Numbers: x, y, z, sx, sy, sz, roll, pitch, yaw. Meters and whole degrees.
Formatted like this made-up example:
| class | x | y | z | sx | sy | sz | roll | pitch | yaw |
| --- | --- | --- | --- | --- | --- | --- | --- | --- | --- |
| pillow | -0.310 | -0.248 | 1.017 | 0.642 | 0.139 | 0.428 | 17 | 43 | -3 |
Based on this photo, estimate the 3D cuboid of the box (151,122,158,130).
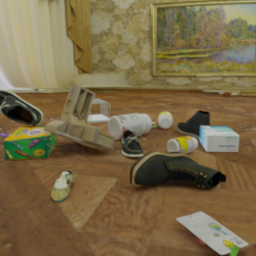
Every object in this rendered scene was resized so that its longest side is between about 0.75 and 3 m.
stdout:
| class | x | y | z | sx | sy | sz | roll | pitch | yaw |
| --- | --- | --- | --- | --- | --- | --- | --- | --- | --- |
| box | 0.807 | -0.076 | 15.670 | 0.930 | 0.293 | 1.690 | 11 | 16 | 41 |

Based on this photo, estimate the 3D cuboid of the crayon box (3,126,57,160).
| class | x | y | z | sx | sy | sz | roll | pitch | yaw |
| --- | --- | --- | --- | --- | --- | --- | --- | --- | --- |
| crayon box | -3.950 | 0.546 | 11.678 | 1.578 | 0.774 | 2.658 | -1 | 12 | -6 |

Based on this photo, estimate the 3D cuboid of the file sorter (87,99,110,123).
| class | x | y | z | sx | sy | sz | roll | pitch | yaw |
| --- | --- | --- | --- | --- | --- | --- | --- | --- | --- |
| file sorter | -2.105 | -1.146 | 18.321 | 1.415 | 1.269 | 2.039 | -5 | 14 | -22 |

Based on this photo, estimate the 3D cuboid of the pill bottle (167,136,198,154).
| class | x | y | z | sx | sy | sz | roll | pitch | yaw |
| --- | --- | --- | --- | --- | --- | --- | --- | --- | --- |
| pill bottle | 2.196 | 0.707 | 11.212 | 1.236 | 0.675 | 0.675 | -8 | 15 | -35 |

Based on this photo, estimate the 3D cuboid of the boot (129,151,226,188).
| class | x | y | z | sx | sy | sz | roll | pitch | yaw |
| --- | --- | --- | --- | --- | --- | --- | --- | --- | --- |
| boot | 1.456 | 1.319 | 8.021 | 2.520 | 0.976 | 1.743 | -12 | 22 | -40 |

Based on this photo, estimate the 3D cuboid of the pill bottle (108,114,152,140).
| class | x | y | z | sx | sy | sz | roll | pitch | yaw |
| --- | --- | --- | --- | --- | --- | --- | --- | --- | --- |
| pill bottle | 0.112 | -0.104 | 13.834 | 2.014 | 1.142 | 1.142 | -9 | 15 | -36 |

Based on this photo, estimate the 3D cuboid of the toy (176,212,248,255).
| class | x | y | z | sx | sy | sz | roll | pitch | yaw |
| --- | --- | --- | --- | --- | --- | --- | --- | --- | --- |
| toy | 1.619 | 2.143 | 5.574 | 0.727 | 0.298 | 1.262 | -4 | 12 | -29 |

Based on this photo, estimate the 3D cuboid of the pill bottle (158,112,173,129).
| class | x | y | z | sx | sy | sz | roll | pitch | yaw |
| --- | --- | --- | --- | --- | --- | --- | --- | --- | --- |
| pill bottle | 2.130 | -0.427 | 16.024 | 0.833 | 0.833 | 1.525 | 2 | 12 | 7 |

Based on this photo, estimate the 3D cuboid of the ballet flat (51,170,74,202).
| class | x | y | z | sx | sy | sz | roll | pitch | yaw |
| --- | --- | --- | --- | --- | --- | --- | --- | --- | --- |
| ballet flat | -1.826 | 1.556 | 7.851 | 0.500 | 0.500 | 1.416 | 1 | 13 | 3 |

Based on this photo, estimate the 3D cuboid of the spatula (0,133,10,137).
| class | x | y | z | sx | sy | sz | roll | pitch | yaw |
| --- | --- | --- | --- | --- | --- | --- | --- | --- | --- |
| spatula | -5.875 | 0.387 | 13.993 | 1.142 | 0.117 | 0.323 | 4 | 15 | 16 |

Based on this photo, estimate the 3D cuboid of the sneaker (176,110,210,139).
| class | x | y | z | sx | sy | sz | roll | pitch | yaw |
| --- | --- | --- | --- | --- | --- | --- | --- | --- | --- |
| sneaker | 3.385 | -0.302 | 14.273 | 0.937 | 1.331 | 2.507 | -6 | 14 | -25 |

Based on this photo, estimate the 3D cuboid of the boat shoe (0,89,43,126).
| class | x | y | z | sx | sy | sz | roll | pitch | yaw |
| --- | --- | --- | --- | --- | --- | --- | --- | --- | --- |
| boat shoe | -5.318 | -0.945 | 12.584 | 2.920 | 1.049 | 0.987 | 26 | 17 | -1 |

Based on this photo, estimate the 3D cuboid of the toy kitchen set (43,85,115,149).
| class | x | y | z | sx | sy | sz | roll | pitch | yaw |
| --- | --- | --- | --- | --- | --- | --- | --- | --- | --- |
| toy kitchen set | -2.011 | -0.674 | 11.555 | 2.737 | 2.470 | 2.233 | 7 | -12 | 45 |

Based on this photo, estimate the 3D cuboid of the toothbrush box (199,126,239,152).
| class | x | y | z | sx | sy | sz | roll | pitch | yaw |
| --- | --- | --- | --- | --- | --- | --- | --- | --- | --- |
| toothbrush box | 3.892 | 0.459 | 12.186 | 1.288 | 0.750 | 1.759 | 1 | 14 | 4 |

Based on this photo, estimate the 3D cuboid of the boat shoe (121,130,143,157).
| class | x | y | z | sx | sy | sz | roll | pitch | yaw |
| --- | --- | --- | --- | --- | --- | --- | --- | --- | --- |
| boat shoe | 0.112 | 0.645 | 11.431 | 0.789 | 0.743 | 2.197 | -2 | 14 | -9 |
